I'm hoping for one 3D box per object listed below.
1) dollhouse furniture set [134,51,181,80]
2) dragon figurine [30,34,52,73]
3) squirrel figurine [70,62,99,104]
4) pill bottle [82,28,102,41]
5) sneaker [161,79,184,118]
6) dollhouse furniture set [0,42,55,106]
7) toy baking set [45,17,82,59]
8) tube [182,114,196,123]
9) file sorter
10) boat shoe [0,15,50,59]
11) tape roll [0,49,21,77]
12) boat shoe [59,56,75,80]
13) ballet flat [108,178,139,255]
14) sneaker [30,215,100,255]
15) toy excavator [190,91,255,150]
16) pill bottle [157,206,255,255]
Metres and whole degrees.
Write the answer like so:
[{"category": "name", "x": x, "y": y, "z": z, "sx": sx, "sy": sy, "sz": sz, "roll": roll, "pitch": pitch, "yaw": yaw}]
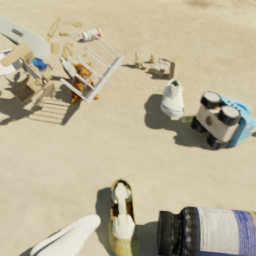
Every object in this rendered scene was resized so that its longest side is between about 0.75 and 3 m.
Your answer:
[{"category": "dollhouse furniture set", "x": 1.503, "y": -3.264, "z": 13.632, "sx": 2.179, "sy": 0.964, "sz": 1.129, "roll": 23, "pitch": 47, "yaw": 24}, {"category": "dragon figurine", "x": -3.855, "y": -2.821, "z": 11.733, "sx": 1.036, "sy": 2.083, "sz": 0.613, "roll": -18, "pitch": 21, "yaw": -12}, {"category": "squirrel figurine", "x": -1.951, "y": -2.137, "z": 11.895, "sx": 1.205, "sy": 1.589, "sz": 1.702, "roll": -8, "pitch": 42, "yaw": -9}, {"category": "pill bottle", "x": -2.114, "y": -5.402, "z": 16.301, "sx": 1.064, "sy": 0.583, "sz": 0.583, "roll": -23, "pitch": 47, "yaw": -23}, {"category": "sneaker", "x": 1.738, "y": -1.237, "z": 10.973, "sx": 0.881, "sy": 0.854, "sz": 2.412, "roll": 7, "pitch": 31, "yaw": -4}, {"category": "dollhouse furniture set", "x": -3.552, "y": -1.632, "z": 10.000, "sx": 1.399, "sy": 2.699, "sz": 1.195, "roll": 46, "pitch": 73, "yaw": 3}, {"category": "toy baking set", "x": -2.756, "y": -3.949, "z": 12.100, "sx": 0.231, "sy": 1.522, "sz": 1.983, "roll": 16, "pitch": 80, "yaw": 35}, {"category": "tube", "x": 2.541, "y": -0.399, "z": 11.005, "sx": 0.891, "sy": 0.231, "sz": 0.259, "roll": -11, "pitch": 81, "yaw": -19}, {"category": "file sorter", "x": -1.387, "y": -2.153, "z": 10.439, "sx": 1.327, "sy": 2.132, "sz": 1.479, "roll": 37, "pitch": 2, "yaw": -14}, {"category": "boat shoe", "x": -3.724, "y": -3.192, "z": 9.885, "sx": 0.741, "sy": 2.096, "sz": 0.667, "roll": -58, "pitch": 28, "yaw": -2}, {"category": "tape roll", "x": -5.221, "y": -2.377, "z": 10.706, "sx": 2.185, "sy": 0.764, "sz": 2.185, "roll": -12, "pitch": 24, "yaw": 6}, {"category": "boat shoe", "x": -2.827, "y": -2.718, "z": 12.873, "sx": 0.377, "sy": 1.184, "sz": 0.418, "roll": -14, "pitch": 26, "yaw": 40}, {"category": "ballet flat", "x": -0.152, "y": 2.338, "z": 7.526, "sx": 0.822, "sy": 0.822, "sz": 2.324, "roll": -3, "pitch": 42, "yaw": -3}, {"category": "sneaker", "x": -1.445, "y": 2.930, "z": 7.027, "sx": 1.884, "sy": 0.720, "sz": 0.758, "roll": -30, "pitch": 60, "yaw": -23}, {"category": "toy excavator", "x": 4.224, "y": -0.171, "z": 10.011, "sx": 2.941, "sy": 1.469, "sz": 2.860, "roll": -12, "pitch": 44, "yaw": -26}, {"category": "pill bottle", "x": 1.941, "y": 2.620, "z": 6.755, "sx": 2.436, "sy": 1.363, "sz": 1.363, "roll": 3, "pitch": 42, "yaw": 5}]
